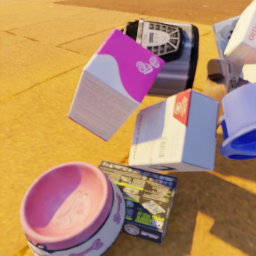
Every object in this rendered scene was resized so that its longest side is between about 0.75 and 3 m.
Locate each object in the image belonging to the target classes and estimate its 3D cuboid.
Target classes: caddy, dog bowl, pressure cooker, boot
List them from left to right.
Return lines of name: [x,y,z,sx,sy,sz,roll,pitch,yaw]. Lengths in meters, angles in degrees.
dog bowl: [-1.439,1.973,6.978,2.647,0.976,2.647,-9,42,9]
pressure cooker: [0.752,-2.222,9.307,2.866,2.560,2.521,6,27,5]
boot: [2.588,-0.930,8.081,0.795,2.264,1.655,5,-2,28]
caddy: [3.099,-0.052,5.724,2.551,1.804,1.339,-13,60,8]

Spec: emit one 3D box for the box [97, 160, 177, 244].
box: [0.004,1.954,7.894,2.445,0.541,1.959,11,37,15]

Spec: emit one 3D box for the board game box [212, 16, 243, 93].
board game box: [4.741,-2.776,10.142,2.757,2.770,0.601,-15,13,9]

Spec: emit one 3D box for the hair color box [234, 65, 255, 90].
hair color box: [3.809,-1.078,7.736,0.718,1.245,2.246,19,8,-8]

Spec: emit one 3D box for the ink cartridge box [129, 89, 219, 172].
ink cartridge box: [0.985,0.192,6.538,0.876,1.542,2.117,17,-16,-25]

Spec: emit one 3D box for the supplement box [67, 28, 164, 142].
supplement box: [-0.484,-0.951,7.520,1.515,2.932,1.484,32,65,-5]

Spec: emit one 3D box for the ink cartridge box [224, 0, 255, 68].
ink cartridge box: [4.752,-2.615,8.892,2.690,1.133,1.945,27,76,-2]
